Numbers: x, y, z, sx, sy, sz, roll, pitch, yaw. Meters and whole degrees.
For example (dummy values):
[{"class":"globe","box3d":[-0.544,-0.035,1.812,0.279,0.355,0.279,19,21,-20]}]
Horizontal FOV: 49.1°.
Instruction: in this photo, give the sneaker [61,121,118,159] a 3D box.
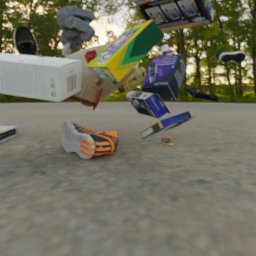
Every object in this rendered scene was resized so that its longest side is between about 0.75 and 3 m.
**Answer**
[{"class":"sneaker","box3d":[-1.300,0.436,9.840,1.509,1.045,2.693,-1,17,-35]}]

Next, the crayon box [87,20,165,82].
[{"class":"crayon box","box3d":[-0.138,-1.826,6.823,1.505,0.509,1.745,-46,23,-6]}]

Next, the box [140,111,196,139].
[{"class":"box","box3d":[0.958,-0.089,6.603,1.234,0.200,0.747,-16,-11,-35]}]

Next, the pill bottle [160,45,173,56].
[{"class":"pill bottle","box3d":[1.969,-3.657,14.044,0.520,0.932,0.520,-20,-10,-4]}]

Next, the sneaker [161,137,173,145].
[{"class":"sneaker","box3d":[1.589,0.492,11.303,0.312,0.308,0.798,-5,7,-21]}]

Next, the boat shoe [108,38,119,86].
[{"class":"boat shoe","box3d":[-0.261,-2.079,8.724,0.812,0.731,2.250,-27,-10,-27]}]

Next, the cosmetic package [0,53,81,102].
[{"class":"cosmetic package","box3d":[-3.073,-1.632,8.634,2.951,1.092,1.500,10,22,12]}]

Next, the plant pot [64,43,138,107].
[{"class":"plant pot","box3d":[-0.990,-2.503,11.788,2.613,2.447,2.447,-23,-3,25]}]

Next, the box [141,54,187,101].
[{"class":"box","box3d":[1.589,-2.166,12.232,1.385,1.872,0.976,1,-33,34]}]

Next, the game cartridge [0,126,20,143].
[{"class":"game cartridge","box3d":[-6.069,0.301,12.043,1.868,0.567,2.801,-4,8,-2]}]

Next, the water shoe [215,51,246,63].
[{"class":"water shoe","box3d":[3.388,-2.396,9.229,1.097,0.392,0.433,-3,38,-26]}]

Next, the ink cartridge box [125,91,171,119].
[{"class":"ink cartridge box","box3d":[0.588,-0.729,8.770,0.320,0.811,1.630,-45,25,-14]}]

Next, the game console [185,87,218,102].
[{"class":"game console","box3d":[2.665,-1.287,10.500,0.961,0.196,1.629,10,17,-10]}]

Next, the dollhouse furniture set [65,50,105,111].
[{"class":"dollhouse furniture set","box3d":[-1.376,-1.810,10.051,1.122,2.085,0.848,19,-18,-14]}]

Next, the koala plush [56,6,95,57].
[{"class":"koala plush","box3d":[-1.399,-2.355,6.931,0.939,0.906,1.022,12,-36,-22]}]

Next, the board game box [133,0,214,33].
[{"class":"board game box","box3d":[1.134,-2.959,6.810,1.574,0.446,1.301,2,-19,33]}]

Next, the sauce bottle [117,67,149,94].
[{"class":"sauce bottle","box3d":[0.592,-2.509,13.680,2.516,0.830,0.830,-27,13,-9]}]

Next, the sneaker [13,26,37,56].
[{"class":"sneaker","box3d":[-3.941,-2.862,11.286,0.889,2.347,1.028,-16,27,-27]}]
